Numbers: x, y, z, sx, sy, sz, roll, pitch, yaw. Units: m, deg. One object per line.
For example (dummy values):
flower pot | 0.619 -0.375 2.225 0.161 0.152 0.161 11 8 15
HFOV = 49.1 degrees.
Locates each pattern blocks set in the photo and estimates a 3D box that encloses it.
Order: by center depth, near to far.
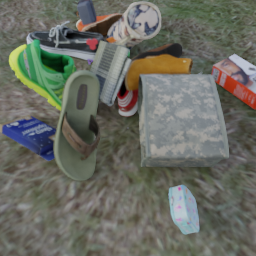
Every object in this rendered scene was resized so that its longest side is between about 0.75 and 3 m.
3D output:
pattern blocks set | -0.615 -2.310 9.128 1.447 1.272 0.117 -7 12 -19

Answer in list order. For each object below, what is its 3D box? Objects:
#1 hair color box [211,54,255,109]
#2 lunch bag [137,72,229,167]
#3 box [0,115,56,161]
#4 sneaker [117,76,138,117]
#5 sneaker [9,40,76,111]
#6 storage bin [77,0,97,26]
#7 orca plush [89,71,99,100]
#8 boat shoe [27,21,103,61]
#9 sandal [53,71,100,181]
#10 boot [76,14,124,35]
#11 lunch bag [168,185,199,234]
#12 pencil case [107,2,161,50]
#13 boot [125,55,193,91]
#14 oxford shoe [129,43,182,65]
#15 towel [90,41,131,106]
hair color box | 3.571 -1.459 8.594 0.999 0.576 1.802 -29 52 -19
lunch bag | 1.226 -0.262 6.937 1.913 1.371 2.332 0 72 -3
box | -2.347 0.211 7.291 1.675 0.271 1.015 27 27 17
sneaker | 0.154 -1.294 8.263 0.707 1.042 1.804 6 51 14
sneaker | -1.691 -1.204 7.339 1.152 2.756 1.021 -33 51 19
storage bin | -1.441 -3.804 9.320 0.578 0.794 0.534 -8 32 12
orca plush | -1.049 -1.329 8.204 0.648 0.960 1.824 5 35 -17
boat shoe | -2.231 -3.120 9.786 2.860 0.977 1.056 16 49 12
sandal | -1.083 0.042 6.338 1.037 2.611 0.745 -6 21 -32
boot | -1.014 -4.047 10.769 1.970 0.739 1.056 -23 50 -15
lunch bag | 1.152 1.704 5.773 0.388 1.007 0.808 -16 46 22
pencil case | 0.101 -3.077 8.817 1.047 2.691 1.204 23 90 -17
boot | 0.911 -1.548 7.605 1.451 0.713 2.027 8 34 26
oxford shoe | 0.863 -2.359 9.568 1.942 0.693 0.692 -22 24 -14
towel | -0.527 -1.432 7.111 0.251 1.454 1.400 10 16 -38
